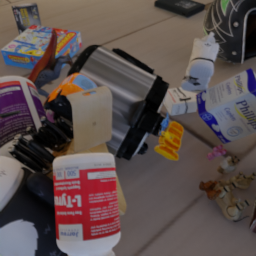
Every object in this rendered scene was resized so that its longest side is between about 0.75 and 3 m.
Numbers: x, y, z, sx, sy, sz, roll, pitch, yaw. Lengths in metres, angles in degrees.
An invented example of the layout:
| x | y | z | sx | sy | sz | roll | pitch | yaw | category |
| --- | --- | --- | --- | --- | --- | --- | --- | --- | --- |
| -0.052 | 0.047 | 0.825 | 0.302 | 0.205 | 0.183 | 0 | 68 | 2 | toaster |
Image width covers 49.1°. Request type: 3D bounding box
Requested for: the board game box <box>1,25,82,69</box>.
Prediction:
| x | y | z | sx | sy | sz | roll | pitch | yaw | category |
| --- | --- | --- | --- | --- | --- | --- | --- | --- | --- |
| -3.629 | -3.461 | 12.088 | 2.443 | 0.697 | 2.495 | 12 | 46 | 12 | board game box |

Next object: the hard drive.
| x | y | z | sx | sy | sz | roll | pitch | yaw | category |
| --- | --- | --- | --- | --- | --- | --- | --- | --- | --- |
| 2.895 | -6.940 | 15.878 | 1.652 | 0.389 | 2.368 | -35 | 54 | -30 | hard drive |

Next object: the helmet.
| x | y | z | sx | sy | sz | roll | pitch | yaw | category |
| --- | --- | --- | --- | --- | --- | --- | --- | --- | --- |
| 4.448 | -4.097 | 11.266 | 2.851 | 2.991 | 2.991 | -22 | 46 | 3 | helmet |

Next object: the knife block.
| x | y | z | sx | sy | sz | roll | pitch | yaw | category |
| --- | --- | --- | --- | --- | --- | --- | --- | --- | --- |
| -1.239 | 0.953 | 5.794 | 2.086 | 0.760 | 2.377 | -6 | 73 | -53 | knife block |

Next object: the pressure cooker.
| x | y | z | sx | sy | sz | roll | pitch | yaw | category |
| --- | --- | --- | --- | --- | --- | --- | --- | --- | --- |
| -0.209 | -0.532 | 7.539 | 2.880 | 2.572 | 2.533 | 28 | 43 | 1 | pressure cooker |

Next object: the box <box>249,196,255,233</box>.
| x | y | z | sx | sy | sz | roll | pitch | yaw | category |
| --- | --- | --- | --- | --- | --- | --- | --- | --- | --- |
| 4.516 | 1.345 | 6.009 | 2.804 | 2.303 | 2.326 | 20 | 48 | 19 | box |

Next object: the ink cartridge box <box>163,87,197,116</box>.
| x | y | z | sx | sy | sz | roll | pitch | yaw | category |
| --- | --- | --- | --- | --- | --- | --- | --- | --- | --- |
| 1.906 | -0.959 | 9.667 | 1.220 | 0.511 | 0.880 | -10 | 45 | -10 | ink cartridge box |

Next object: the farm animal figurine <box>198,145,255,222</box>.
| x | y | z | sx | sy | sz | roll | pitch | yaw | category |
| --- | --- | --- | --- | --- | --- | --- | --- | --- | --- |
| 2.431 | 1.411 | 7.118 | 1.350 | 0.841 | 1.672 | 32 | 46 | 4 | farm animal figurine |

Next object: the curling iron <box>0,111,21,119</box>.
| x | y | z | sx | sy | sz | roll | pitch | yaw | category |
| --- | --- | --- | --- | --- | --- | --- | --- | --- | --- |
| -2.716 | -0.237 | 5.898 | 0.926 | 0.230 | 0.118 | -9 | 89 | 1 | curling iron |

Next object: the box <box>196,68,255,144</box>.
| x | y | z | sx | sy | sz | roll | pitch | yaw | category |
| --- | --- | --- | --- | --- | --- | --- | --- | --- | --- |
| 3.089 | -0.544 | 7.972 | 1.700 | 1.563 | 0.892 | -27 | 38 | 31 | box |

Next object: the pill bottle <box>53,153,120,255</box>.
| x | y | z | sx | sy | sz | roll | pitch | yaw | category |
| --- | --- | --- | --- | --- | --- | --- | --- | --- | --- |
| -0.640 | 1.321 | 4.405 | 0.993 | 0.993 | 1.770 | -5 | 80 | -5 | pill bottle |

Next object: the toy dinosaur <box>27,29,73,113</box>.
| x | y | z | sx | sy | sz | roll | pitch | yaw | category |
| --- | --- | --- | --- | --- | --- | --- | --- | --- | --- |
| -2.885 | -1.684 | 8.899 | 2.383 | 2.626 | 1.379 | -24 | 44 | -1 | toy dinosaur |

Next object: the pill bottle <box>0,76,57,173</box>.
| x | y | z | sx | sy | sz | roll | pitch | yaw | category |
| --- | --- | --- | --- | --- | --- | --- | --- | --- | --- |
| -2.693 | 0.062 | 7.006 | 1.447 | 1.447 | 2.573 | -19 | 66 | -18 | pill bottle |

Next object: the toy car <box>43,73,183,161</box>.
| x | y | z | sx | sy | sz | roll | pitch | yaw | category |
| --- | --- | --- | --- | --- | --- | --- | --- | --- | --- |
| -0.289 | -0.268 | 5.898 | 2.878 | 1.412 | 0.958 | 26 | 71 | -9 | toy car |

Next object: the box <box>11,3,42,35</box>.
| x | y | z | sx | sy | sz | roll | pitch | yaw | category |
| --- | --- | --- | --- | --- | --- | --- | --- | --- | --- |
| -4.721 | -5.051 | 13.206 | 1.132 | 1.430 | 0.346 | -16 | 45 | -17 | box |

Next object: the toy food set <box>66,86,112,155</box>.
| x | y | z | sx | sy | sz | roll | pitch | yaw | category |
| --- | --- | --- | --- | --- | --- | --- | --- | --- | --- |
| -0.729 | -0.131 | 5.161 | 0.837 | 1.166 | 0.352 | -20 | 34 | -37 | toy food set |

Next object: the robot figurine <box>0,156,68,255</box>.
| x | y | z | sx | sy | sz | roll | pitch | yaw | category |
| --- | --- | --- | --- | --- | --- | --- | --- | --- | --- |
| -2.047 | 1.695 | 5.198 | 1.943 | 2.586 | 1.614 | -49 | 25 | -16 | robot figurine |

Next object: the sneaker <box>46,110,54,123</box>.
| x | y | z | sx | sy | sz | roll | pitch | yaw | category |
| --- | --- | --- | --- | --- | --- | --- | --- | --- | --- |
| -1.585 | -0.840 | 9.278 | 2.383 | 1.053 | 0.958 | -37 | 97 | -8 | sneaker |

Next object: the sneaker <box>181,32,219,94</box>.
| x | y | z | sx | sy | sz | roll | pitch | yaw | category |
| --- | --- | --- | --- | --- | --- | --- | --- | --- | --- |
| 2.078 | -1.788 | 8.030 | 0.770 | 2.049 | 1.177 | 16 | 78 | 6 | sneaker |
